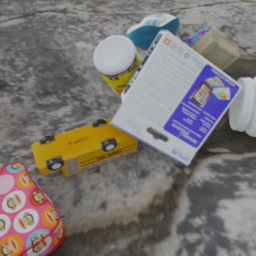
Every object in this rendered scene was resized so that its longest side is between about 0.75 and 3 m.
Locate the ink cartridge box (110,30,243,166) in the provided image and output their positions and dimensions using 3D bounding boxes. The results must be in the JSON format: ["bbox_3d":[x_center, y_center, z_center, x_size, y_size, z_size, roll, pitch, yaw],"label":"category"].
[{"bbox_3d":[1.330,-0.731,7.991,2.839,2.866,0.622,30,9,-18],"label":"ink cartridge box"}]

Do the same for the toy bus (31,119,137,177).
[{"bbox_3d":[-1.218,0.587,8.238,2.904,1.137,0.945,-19,56,-16],"label":"toy bus"}]

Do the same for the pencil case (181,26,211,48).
[{"bbox_3d":[3.110,-3.977,12.532,0.723,0.785,1.699,40,61,21],"label":"pencil case"}]

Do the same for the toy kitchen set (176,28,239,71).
[{"bbox_3d":[1.758,-2.795,9.431,2.225,2.727,2.460,21,55,-23],"label":"toy kitchen set"}]

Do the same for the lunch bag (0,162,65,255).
[{"bbox_3d":[-3.048,2.263,6.836,2.274,1.058,2.582,-31,55,-24],"label":"lunch bag"}]

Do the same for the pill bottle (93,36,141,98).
[{"bbox_3d":[-0.104,-1.687,8.636,1.236,2.262,1.236,-6,69,16],"label":"pill bottle"}]

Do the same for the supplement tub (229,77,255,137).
[{"bbox_3d":[4.776,-0.603,8.768,2.716,1.975,1.975,6,49,6],"label":"supplement tub"}]

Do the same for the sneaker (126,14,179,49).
[{"bbox_3d":[0.978,-4.478,12.873,2.942,1.126,1.188,-28,47,-31],"label":"sneaker"}]
